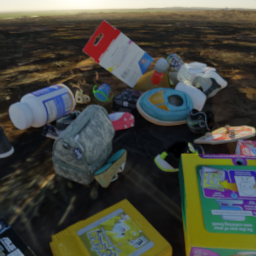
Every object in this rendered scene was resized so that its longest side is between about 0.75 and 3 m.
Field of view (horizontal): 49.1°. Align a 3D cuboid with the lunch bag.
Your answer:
[{"bbox_3d":[-1.274,0.412,8.084,1.343,1.617,1.928,17,42,15],"label":"lunch bag"}]

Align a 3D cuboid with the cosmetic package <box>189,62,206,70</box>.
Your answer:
[{"bbox_3d":[3.873,-3.460,15.637,0.586,0.201,0.777,-18,32,-35],"label":"cosmetic package"}]

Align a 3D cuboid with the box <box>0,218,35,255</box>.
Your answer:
[{"bbox_3d":[-2.111,2.533,5.005,1.444,1.183,0.622,23,35,39],"label":"box"}]

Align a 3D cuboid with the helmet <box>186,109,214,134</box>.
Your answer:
[{"bbox_3d":[2.704,-0.265,10.689,0.932,0.978,0.978,-2,20,42],"label":"helmet"}]

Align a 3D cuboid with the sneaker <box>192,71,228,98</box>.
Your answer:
[{"bbox_3d":[3.586,-1.965,13.448,1.101,1.181,2.979,43,1,-4],"label":"sneaker"}]

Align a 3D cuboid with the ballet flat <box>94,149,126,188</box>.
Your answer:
[{"bbox_3d":[-0.436,1.189,8.197,0.571,0.524,1.663,-25,8,33],"label":"ballet flat"}]

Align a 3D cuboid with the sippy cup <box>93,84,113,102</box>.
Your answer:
[{"bbox_3d":[-1.161,-1.692,13.193,0.695,0.885,0.648,-2,48,45],"label":"sippy cup"}]

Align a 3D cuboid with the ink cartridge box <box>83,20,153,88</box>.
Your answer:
[{"bbox_3d":[-0.519,-3.436,13.039,2.957,1.718,0.994,33,11,-27],"label":"ink cartridge box"}]

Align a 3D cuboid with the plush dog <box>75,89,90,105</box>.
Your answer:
[{"bbox_3d":[-2.182,-1.381,13.490,0.686,0.641,0.799,6,53,-19],"label":"plush dog"}]

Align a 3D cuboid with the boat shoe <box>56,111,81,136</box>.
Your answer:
[{"bbox_3d":[-2.039,-0.324,11.110,0.705,0.693,1.955,15,31,27],"label":"boat shoe"}]

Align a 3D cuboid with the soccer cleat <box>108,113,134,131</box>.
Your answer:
[{"bbox_3d":[-0.819,-0.183,10.865,2.251,0.751,0.861,-12,20,-29],"label":"soccer cleat"}]

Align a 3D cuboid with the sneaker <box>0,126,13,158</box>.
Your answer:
[{"bbox_3d":[-5.113,0.407,9.144,2.409,1.195,0.852,-5,29,-7],"label":"sneaker"}]

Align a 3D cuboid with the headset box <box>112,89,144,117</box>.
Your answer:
[{"bbox_3d":[0.204,-1.197,12.703,1.278,0.645,1.720,14,27,17],"label":"headset box"}]

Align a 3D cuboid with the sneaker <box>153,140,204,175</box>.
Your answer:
[{"bbox_3d":[1.664,0.756,8.224,2.174,0.900,0.779,-16,52,-42],"label":"sneaker"}]

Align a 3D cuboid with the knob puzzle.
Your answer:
[{"bbox_3d":[3.523,0.161,9.788,2.085,0.289,2.085,-14,7,2],"label":"knob puzzle"}]

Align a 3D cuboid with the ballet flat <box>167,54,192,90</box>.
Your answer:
[{"bbox_3d":[2.499,-2.306,13.055,1.042,2.898,1.042,-7,61,13],"label":"ballet flat"}]

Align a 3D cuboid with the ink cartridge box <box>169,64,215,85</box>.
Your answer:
[{"bbox_3d":[3.515,-2.938,15.912,2.281,0.958,1.660,20,33,33],"label":"ink cartridge box"}]

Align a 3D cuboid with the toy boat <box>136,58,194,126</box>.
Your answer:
[{"bbox_3d":[1.469,-1.465,11.593,2.413,1.334,2.870,-2,60,-12],"label":"toy boat"}]

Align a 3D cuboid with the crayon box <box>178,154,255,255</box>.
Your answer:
[{"bbox_3d":[2.653,1.764,6.359,2.806,0.818,2.421,2,43,3],"label":"crayon box"}]

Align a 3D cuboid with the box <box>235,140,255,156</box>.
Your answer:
[{"bbox_3d":[3.681,1.051,8.366,0.719,0.750,1.505,5,27,10],"label":"box"}]

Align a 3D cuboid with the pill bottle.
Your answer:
[{"bbox_3d":[-3.475,-0.831,11.364,1.359,1.359,2.426,18,32,31],"label":"pill bottle"}]

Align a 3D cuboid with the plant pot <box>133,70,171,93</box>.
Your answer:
[{"bbox_3d":[1.169,-2.103,13.858,1.765,1.645,1.645,-9,25,14],"label":"plant pot"}]

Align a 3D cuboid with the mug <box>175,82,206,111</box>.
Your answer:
[{"bbox_3d":[2.805,-1.317,12.756,1.333,1.122,1.520,24,8,16],"label":"mug"}]

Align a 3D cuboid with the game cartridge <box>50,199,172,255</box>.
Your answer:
[{"bbox_3d":[-0.431,2.484,5.886,2.043,0.331,1.801,-19,31,-28],"label":"game cartridge"}]

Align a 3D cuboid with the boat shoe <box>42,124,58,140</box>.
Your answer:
[{"bbox_3d":[-2.694,0.143,10.037,0.347,0.431,0.930,23,-4,16],"label":"boat shoe"}]
